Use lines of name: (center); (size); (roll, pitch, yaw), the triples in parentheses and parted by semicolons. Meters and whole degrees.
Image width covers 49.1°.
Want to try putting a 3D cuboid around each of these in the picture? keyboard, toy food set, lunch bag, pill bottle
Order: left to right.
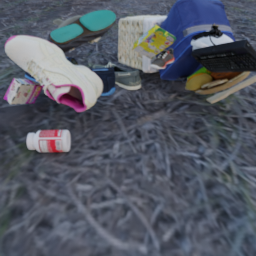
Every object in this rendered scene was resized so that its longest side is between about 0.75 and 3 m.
pill bottle: (-2.043, 0.345, 7.235); (1.014, 0.569, 0.569); (-1, 34, 0)
lunch bag: (2.147, -2.769, 9.803); (1.983, 2.919, 1.931); (-4, 72, -19)
keyboard: (2.097, -1.772, 6.576); (0.229, 1.410, 2.220); (-49, 18, -3)
toy food set: (2.723, -1.607, 8.478); (1.976, 0.575, 2.863); (-27, 15, 4)

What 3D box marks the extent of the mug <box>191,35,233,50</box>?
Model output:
mug: (2.361, -2.186, 7.847); (1.312, 0.968, 1.150); (12, 25, -22)

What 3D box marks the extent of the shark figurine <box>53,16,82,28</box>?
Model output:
shark figurine: (-2.443, -3.004, 10.032); (1.356, 2.270, 0.947); (24, 24, 12)

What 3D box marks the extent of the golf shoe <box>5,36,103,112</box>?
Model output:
golf shoe: (-2.019, -1.430, 7.467); (2.824, 1.064, 1.292); (28, 40, -13)

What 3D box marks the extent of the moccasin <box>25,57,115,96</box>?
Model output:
moccasin: (-1.788, -1.759, 8.898); (2.952, 1.007, 1.188); (10, 17, 4)

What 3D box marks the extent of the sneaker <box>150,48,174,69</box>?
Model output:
sneaker: (0.955, -1.982, 7.882); (0.417, 0.444, 1.083); (20, 38, 25)

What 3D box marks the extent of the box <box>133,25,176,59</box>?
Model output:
box: (0.696, -2.297, 7.454); (0.653, 1.114, 0.269); (21, 67, -29)

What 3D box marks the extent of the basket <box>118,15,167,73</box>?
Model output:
basket: (1.086, -3.532, 11.325); (1.785, 1.962, 2.894); (23, 33, 35)

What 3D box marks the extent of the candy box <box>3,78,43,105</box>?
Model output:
candy box: (-3.265, -1.140, 8.816); (0.338, 0.756, 1.109); (38, 16, 11)

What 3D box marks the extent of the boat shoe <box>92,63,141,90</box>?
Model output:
boat shoe: (-0.492, -2.163, 10.787); (2.416, 0.746, 0.880); (27, 42, 34)

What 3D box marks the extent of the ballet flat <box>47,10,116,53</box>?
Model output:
ballet flat: (-1.451, -2.981, 8.850); (2.483, 0.907, 0.907); (-36, 47, -29)
